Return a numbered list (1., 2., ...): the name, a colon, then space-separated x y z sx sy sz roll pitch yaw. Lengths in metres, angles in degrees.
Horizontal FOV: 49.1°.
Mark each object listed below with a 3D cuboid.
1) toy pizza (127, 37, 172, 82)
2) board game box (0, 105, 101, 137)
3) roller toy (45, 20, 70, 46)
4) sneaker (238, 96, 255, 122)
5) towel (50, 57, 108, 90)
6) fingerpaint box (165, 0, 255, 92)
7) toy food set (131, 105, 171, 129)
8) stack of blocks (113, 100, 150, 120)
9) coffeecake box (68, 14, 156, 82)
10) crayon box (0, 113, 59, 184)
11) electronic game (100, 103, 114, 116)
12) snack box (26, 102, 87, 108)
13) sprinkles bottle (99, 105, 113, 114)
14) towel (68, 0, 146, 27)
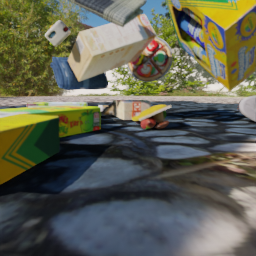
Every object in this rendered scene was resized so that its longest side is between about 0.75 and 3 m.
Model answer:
1. toy pizza: 0.885 -2.996 12.100 2.004 2.004 0.318 2 -4 17
2. board game box: -2.168 -0.172 7.396 1.464 0.686 2.882 5 9 31
3. roller toy: -2.314 -3.124 9.181 0.570 0.816 0.744 45 -11 -22
4. sneaker: 4.970 -0.633 10.589 2.428 0.942 1.360 9 2 -15
5. towel: -1.886 -2.190 11.390 0.586 1.347 2.414 -32 -14 38
6. fingerpaint box: 1.620 -1.932 5.495 1.755 0.772 2.104 52 4 28
7. toy food set: 0.767 -0.245 8.734 1.111 0.617 1.888 -25 8 -3
8. stack of blocks: 0.224 -0.807 11.899 1.378 0.701 2.394 -2 8 -13
9. coffeecake box: -0.629 -2.904 10.268 2.682 0.980 2.059 -26 -3 -27
10. crayon box: -2.370 0.256 4.008 1.814 0.726 2.858 4 8 8
11. electronic game: -0.981 -0.817 12.324 0.919 0.191 0.919 -38 5 4
12. snack box: -2.452 -0.604 10.287 1.915 0.713 2.692 0 6 -8
13. sprinkles bottle: -0.738 -0.851 13.201 1.298 0.443 0.443 -1 8 -8
14. towel: -0.627 -3.517 7.704 1.967 0.353 2.043 27 43 4
